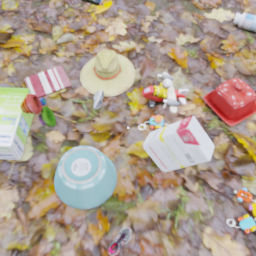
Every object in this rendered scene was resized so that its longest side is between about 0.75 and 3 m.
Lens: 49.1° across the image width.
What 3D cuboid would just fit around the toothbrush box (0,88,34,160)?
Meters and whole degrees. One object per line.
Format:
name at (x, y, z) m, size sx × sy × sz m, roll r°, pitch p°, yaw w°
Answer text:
toothbrush box at (-5.184, -0.227, 11.402) m, size 2.052 × 1.213 × 2.818 m, roll 3°, pitch 58°, yaw 2°

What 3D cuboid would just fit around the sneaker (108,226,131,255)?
sneaker at (-0.250, 3.751, 9.273) m, size 0.434 × 0.402 × 1.076 m, roll 30°, pitch 61°, yaw 18°

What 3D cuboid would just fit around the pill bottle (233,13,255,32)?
pill bottle at (6.548, -5.776, 15.288) m, size 1.459 × 0.794 × 0.794 m, roll 22°, pitch 59°, yaw 14°

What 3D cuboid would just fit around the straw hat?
straw hat at (-0.997, -2.963, 13.204) m, size 2.871 × 1.215 × 2.871 m, roll 0°, pitch 57°, yaw -1°

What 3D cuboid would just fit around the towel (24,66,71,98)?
towel at (-3.810, -2.148, 13.274) m, size 1.891 × 0.215 × 1.362 m, roll -23°, pitch 62°, yaw -12°

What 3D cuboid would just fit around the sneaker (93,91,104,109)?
sneaker at (-1.404, -1.242, 12.636) m, size 0.422 × 0.385 × 1.030 m, roll 0°, pitch 51°, yaw 22°

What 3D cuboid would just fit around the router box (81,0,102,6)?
router box at (-1.576, -5.760, 11.942) m, size 0.329 × 0.794 × 1.060 m, roll 10°, pitch 10°, yaw 43°

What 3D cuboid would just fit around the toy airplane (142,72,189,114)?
toy airplane at (1.767, -1.592, 12.240) m, size 1.838 × 1.297 × 1.830 m, roll 36°, pitch 60°, yaw 23°

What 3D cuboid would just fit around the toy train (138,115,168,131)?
toy train at (1.345, 0.182, 11.548) m, size 1.397 × 0.517 × 1.860 m, roll -34°, pitch 64°, yaw -21°

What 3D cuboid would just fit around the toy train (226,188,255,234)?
toy train at (4.112, 2.942, 9.831) m, size 1.150 × 0.426 × 1.531 m, roll 18°, pitch 63°, yaw 32°

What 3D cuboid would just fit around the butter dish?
butter dish at (4.589, -1.393, 12.026) m, size 1.952 × 1.443 × 1.947 m, roll -28°, pitch 60°, yaw -16°

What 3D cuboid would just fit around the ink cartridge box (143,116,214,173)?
ink cartridge box at (1.534, 0.547, 8.684) m, size 1.277 × 1.760 × 0.734 m, roll 52°, pitch 43°, yaw -16°

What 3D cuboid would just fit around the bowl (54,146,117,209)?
bowl at (-1.605, 1.599, 10.189) m, size 2.382 × 1.246 × 2.382 m, roll 0°, pitch 56°, yaw -1°

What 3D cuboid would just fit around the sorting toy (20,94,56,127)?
sorting toy at (-3.072, -0.557, 9.386) m, size 0.606 × 1.476 × 0.887 m, roll -22°, pitch 48°, yaw 10°
